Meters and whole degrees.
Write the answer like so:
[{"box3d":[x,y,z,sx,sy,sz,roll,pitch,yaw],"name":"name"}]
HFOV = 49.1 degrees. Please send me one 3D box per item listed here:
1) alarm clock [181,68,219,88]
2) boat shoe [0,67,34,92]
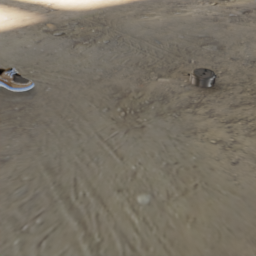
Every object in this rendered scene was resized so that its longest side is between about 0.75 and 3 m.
[{"box3d":[2.839,-2.062,11.208,1.459,0.486,0.984,14,40,24],"name":"alarm clock"},{"box3d":[-4.564,-1.929,10.818,1.936,0.700,0.699,12,40,15],"name":"boat shoe"}]
